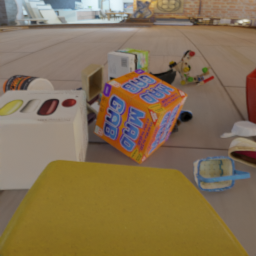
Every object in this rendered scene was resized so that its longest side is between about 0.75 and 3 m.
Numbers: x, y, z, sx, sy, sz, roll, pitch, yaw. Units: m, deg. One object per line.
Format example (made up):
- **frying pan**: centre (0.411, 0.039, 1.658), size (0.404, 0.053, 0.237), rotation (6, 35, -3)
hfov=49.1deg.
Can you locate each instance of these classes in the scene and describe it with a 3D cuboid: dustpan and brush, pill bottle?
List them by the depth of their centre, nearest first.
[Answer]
- **dustpan and brush**: centre (4.339, 0.125, 10.977), size (1.669, 0.478, 1.165), rotation (-2, 20, -19)
- **pill bottle**: centre (-4.893, -1.766, 13.374), size (2.725, 1.447, 1.447), rotation (13, 29, 39)

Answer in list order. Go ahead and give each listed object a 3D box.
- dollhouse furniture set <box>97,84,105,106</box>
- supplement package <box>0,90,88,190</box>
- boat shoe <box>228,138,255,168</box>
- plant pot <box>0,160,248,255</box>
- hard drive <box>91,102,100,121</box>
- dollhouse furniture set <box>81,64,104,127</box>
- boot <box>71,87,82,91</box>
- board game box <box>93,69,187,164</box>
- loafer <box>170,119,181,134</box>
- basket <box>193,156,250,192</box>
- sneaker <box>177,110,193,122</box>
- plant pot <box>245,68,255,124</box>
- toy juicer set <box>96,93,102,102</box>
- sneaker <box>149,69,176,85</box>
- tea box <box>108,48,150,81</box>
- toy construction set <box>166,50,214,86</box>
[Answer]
- **dollhouse furniture set**: centre (-0.913, -1.137, 12.412), size (0.980, 0.985, 1.398), rotation (-1, 56, -2)
- **supplement package**: centre (-2.770, 0.212, 8.798), size (2.739, 2.106, 2.864), rotation (-1, 25, -3)
- **boat shoe**: centre (4.296, 1.015, 8.777), size (2.335, 0.861, 0.808), rotation (15, 40, 34)
- **plant pot**: centre (-0.219, 1.965, 3.437), size (2.804, 2.804, 2.473), rotation (6, 41, -12)
- **hard drive**: centre (-1.135, -0.746, 12.724), size (2.450, 0.327, 1.616), rotation (3, 27, 6)
- **dollhouse furniture set**: centre (-1.182, -0.622, 10.051), size (1.953, 2.752, 2.180), rotation (42, 66, 13)
- **boot**: centre (-2.531, -1.724, 14.257), size (0.687, 0.554, 1.522), rotation (-24, 30, -9)
- **board game box**: centre (0.394, -0.482, 9.684), size (2.067, 2.066, 2.068), rotation (33, 38, 19)
- **loafer**: centre (1.857, -0.187, 11.341), size (0.556, 0.559, 1.537), rotation (4, 33, 17)
- **basket**: centre (2.497, 1.285, 7.789), size (1.232, 0.972, 1.397), rotation (-3, -4, -6)
- **sneaker**: centre (2.221, -0.563, 12.208), size (1.192, 0.458, 0.663), rotation (8, 19, 2)
- **plant pot**: centre (6.188, -1.145, 11.484), size (2.441, 2.151, 2.439), rotation (19, 32, 31)
- **toy juicer set**: centre (-1.465, -1.421, 13.716), size (1.429, 0.611, 2.246), rotation (16, 21, 34)
- **sneaker**: centre (1.016, -2.191, 14.272), size (2.850, 1.487, 0.856), rotation (-5, 25, -12)
- **tea box**: centre (0.062, -3.136, 15.442), size (1.433, 2.145, 2.110), rotation (17, 31, 30)
- **toy construction set**: centre (3.382, -3.097, 16.219), size (1.941, 2.107, 2.526), rotation (-29, 42, -13)
